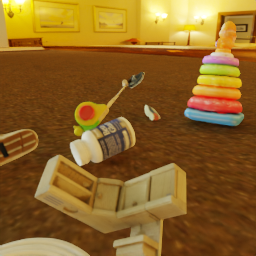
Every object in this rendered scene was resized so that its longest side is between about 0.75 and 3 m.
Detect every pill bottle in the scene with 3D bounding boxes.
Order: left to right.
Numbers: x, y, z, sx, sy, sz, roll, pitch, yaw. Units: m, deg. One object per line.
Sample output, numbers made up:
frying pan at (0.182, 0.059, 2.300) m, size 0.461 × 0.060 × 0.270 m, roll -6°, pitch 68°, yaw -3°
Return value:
pill bottle at (-0.531, 0.302, 5.850) m, size 1.249 × 0.694 × 0.694 m, roll -24°, pitch 29°, yaw -25°

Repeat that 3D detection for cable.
cable at (-0.965, 1.664, 2.271) m, size 1.771 × 0.613 × 1.771 m, roll -11°, pitch 22°, yaw -28°

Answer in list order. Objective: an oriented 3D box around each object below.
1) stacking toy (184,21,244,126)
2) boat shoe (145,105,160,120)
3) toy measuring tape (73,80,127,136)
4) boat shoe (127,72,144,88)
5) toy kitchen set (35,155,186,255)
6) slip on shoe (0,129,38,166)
stacking toy at (2.584, -1.547, 7.883) m, size 1.534 × 2.795 × 1.622 m, roll 11°, pitch 12°, yaw 27°
boat shoe at (0.727, -0.476, 8.601) m, size 0.244 × 0.277 × 0.779 m, roll -7°, pitch 33°, yaw -17°
toy measuring tape at (-0.754, -0.574, 6.769) m, size 1.778 × 0.654 × 0.654 m, roll -53°, pitch 37°, yaw -8°
boat shoe at (0.314, -2.176, 12.578) m, size 0.387 × 0.411 × 1.145 m, roll 26°, pitch -34°, yaw -25°
toy kitchen set at (-0.196, 0.822, 2.895) m, size 1.222 × 1.103 × 0.997 m, roll -28°, pitch 36°, yaw 34°
slip on shoe at (-2.557, 0.445, 5.399) m, size 1.622 × 0.616 × 0.491 m, roll -24°, pitch 3°, yaw -20°
